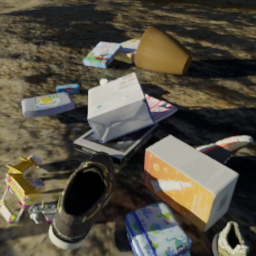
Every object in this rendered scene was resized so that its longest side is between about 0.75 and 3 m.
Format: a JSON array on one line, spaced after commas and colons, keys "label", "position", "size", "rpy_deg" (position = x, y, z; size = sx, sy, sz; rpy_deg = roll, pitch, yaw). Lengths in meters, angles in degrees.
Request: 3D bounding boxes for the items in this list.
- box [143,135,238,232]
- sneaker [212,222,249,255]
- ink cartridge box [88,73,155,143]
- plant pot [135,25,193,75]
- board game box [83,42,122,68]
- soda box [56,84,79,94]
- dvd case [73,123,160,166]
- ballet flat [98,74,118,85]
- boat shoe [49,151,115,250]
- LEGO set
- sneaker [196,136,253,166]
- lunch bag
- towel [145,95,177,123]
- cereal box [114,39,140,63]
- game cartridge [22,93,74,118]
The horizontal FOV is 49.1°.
[{"label": "box", "position": [1.249, 1.115, 5.996], "size": [0.855, 1.091, 1.754], "rpy_deg": [-25, 41, -34]}, {"label": "sneaker", "position": [1.777, 2.261, 4.558], "size": [0.644, 0.742, 1.675], "rpy_deg": [0, 33, 0]}, {"label": "ink cartridge box", "position": [-0.280, -0.739, 8.191], "size": [1.597, 0.893, 2.340], "rpy_deg": [-20, 32, 4]}, {"label": "plant pot", "position": [1.676, -3.186, 12.272], "size": [2.084, 1.942, 1.942], "rpy_deg": [28, 41, 19]}, {"label": "board game box", "position": [-1.219, -3.564, 13.622], "size": [1.268, 0.307, 1.676], "rpy_deg": [14, 51, 26]}, {"label": "soda box", "position": [-2.327, -1.483, 10.854], "size": [0.843, 0.270, 0.286], "rpy_deg": [-9, 34, -13]}, {"label": "dvd case", "position": [-0.268, 0.231, 8.042], "size": [1.592, 0.262, 2.118], "rpy_deg": [16, 34, 29]}, {"label": "ballet flat", "position": [-0.592, -1.639, 10.819], "size": [1.834, 0.624, 0.627], "rpy_deg": [20, 48, 29]}, {"label": "boat shoe", "position": [-0.762, 1.218, 5.866], "size": [0.946, 0.799, 2.653], "rpy_deg": [21, 30, 0]}, {"label": "LEGO set", "position": [-2.363, 1.360, 6.224], "size": [1.029, 0.832, 2.237], "rpy_deg": [21, 13, -36]}, {"label": "sneaker", "position": [2.321, 0.631, 6.849], "size": [1.503, 0.615, 0.579], "rpy_deg": [-21, -5, 27]}, {"label": "lunch bag", "position": [0.512, 2.016, 5.190], "size": [0.984, 0.505, 1.224], "rpy_deg": [-13, 34, -14]}, {"label": "towel", "position": [0.586, -0.729, 9.677], "size": [1.830, 0.274, 1.339], "rpy_deg": [27, 42, 35]}, {"label": "cereal box", "position": [0.226, -4.075, 14.700], "size": [1.723, 0.473, 2.395], "rpy_deg": [24, 41, 34]}, {"label": "game cartridge", "position": [-2.614, -0.746, 9.142], "size": [1.589, 0.322, 1.060], "rpy_deg": [-13, 36, -18]}]
